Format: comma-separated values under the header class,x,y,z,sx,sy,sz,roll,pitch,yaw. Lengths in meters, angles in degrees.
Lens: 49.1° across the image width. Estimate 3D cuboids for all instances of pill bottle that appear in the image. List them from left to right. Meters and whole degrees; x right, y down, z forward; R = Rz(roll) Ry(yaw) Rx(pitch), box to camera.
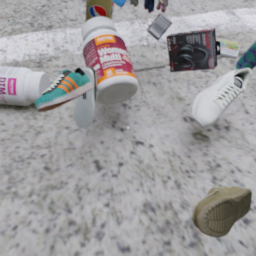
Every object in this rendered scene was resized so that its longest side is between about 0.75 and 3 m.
class,x,y,z,sx,sy,sz,roll,pitch,yaw
pill bottle,-4.630,-1.678,11.266,2.662,1.509,1.509,4,47,5
pill bottle,-0.712,-2.288,9.466,1.503,1.503,2.743,-12,68,-11

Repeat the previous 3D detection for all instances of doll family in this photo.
class,x,y,z,sx,sy,sz,roll,pitch,yaw
doll family,0.645,-5.104,10.675,2.114,1.312,0.952,31,72,10

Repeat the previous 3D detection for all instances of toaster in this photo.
class,x,y,z,sx,sy,sz,roll,pitch,yaw
toaster,1.184,-3.867,10.767,0.578,0.881,0.974,36,18,-16

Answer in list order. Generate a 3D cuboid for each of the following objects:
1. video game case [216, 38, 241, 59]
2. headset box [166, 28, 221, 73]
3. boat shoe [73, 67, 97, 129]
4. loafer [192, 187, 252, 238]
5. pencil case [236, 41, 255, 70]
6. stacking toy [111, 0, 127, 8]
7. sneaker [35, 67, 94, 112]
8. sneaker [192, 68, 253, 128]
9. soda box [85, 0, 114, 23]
class,x,y,z,sx,sy,sz,roll,pitch,yaw
video game case,4.966,-4.176,14.565,1.571,0.180,1.430,17,49,17
headset box,2.062,-2.392,8.678,1.558,1.160,0.602,2,26,28
boat shoe,-1.200,-0.882,8.358,0.648,1.834,0.584,14,21,12
loafer,1.342,1.192,4.149,0.496,0.559,1.471,3,1,45
pencil case,4.056,-2.305,8.962,0.653,1.413,0.601,-13,70,-17
stacking toy,-0.207,-4.042,8.672,0.444,0.470,0.809,34,24,-9
sneaker,-1.494,-0.886,6.244,0.601,0.673,1.684,-24,9,38
sneaker,2.934,-1.018,8.752,0.953,1.004,2.494,46,65,-11
soda box,-1.037,-4.217,10.232,0.895,2.796,0.947,13,65,-4
